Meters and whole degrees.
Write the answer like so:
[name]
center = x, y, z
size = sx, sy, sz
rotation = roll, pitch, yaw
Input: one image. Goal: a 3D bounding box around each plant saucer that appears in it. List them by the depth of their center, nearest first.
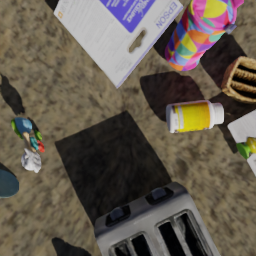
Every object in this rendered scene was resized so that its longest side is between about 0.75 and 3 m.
[plant saucer]
center = -3.123, 1.381, 6.751
size = 0.936, 0.936, 0.180
rotation = 35, 111, 6

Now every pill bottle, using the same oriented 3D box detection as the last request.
[pill bottle]
center = 1.644, -0.297, 6.969
size = 1.321, 0.722, 0.722
rotation = -7, 80, 2

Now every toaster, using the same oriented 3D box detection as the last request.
[toaster]
center = 0.648, 2.694, 6.165
size = 2.229, 1.462, 2.465
rotation = -24, 81, -4

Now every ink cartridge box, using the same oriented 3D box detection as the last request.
[ink cartridge box]
center = -0.324, -2.791, 6.645
size = 2.701, 2.676, 0.586
rotation = 51, 42, 5

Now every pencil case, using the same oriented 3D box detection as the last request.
[pencil case]
center = 1.585, -2.133, 6.412
size = 1.043, 2.360, 1.043
rotation = 1, 82, -8

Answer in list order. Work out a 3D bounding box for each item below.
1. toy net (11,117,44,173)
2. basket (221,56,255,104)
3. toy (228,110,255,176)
[toy net]
center = -2.262, 0.478, 6.443
size = 0.348, 0.944, 1.800
rotation = -25, 42, -3
[basket]
center = 3.093, -1.132, 7.072
size = 1.237, 0.922, 0.883
rotation = 19, 85, 0
[toy]
center = 3.886, 0.013, 7.073
size = 2.531, 0.598, 1.458
rotation = -27, 84, -5
